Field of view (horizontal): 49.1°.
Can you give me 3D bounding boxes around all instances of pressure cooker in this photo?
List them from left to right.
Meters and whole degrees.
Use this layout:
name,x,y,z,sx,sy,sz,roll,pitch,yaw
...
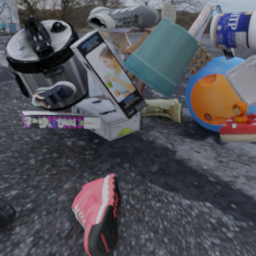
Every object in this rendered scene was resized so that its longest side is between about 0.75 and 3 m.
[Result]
name,x,y,z,sx,sy,sz,roll,pitch,yaw
pressure cooker,-2.767,-2.382,9.812,2.577,2.930,2.617,13,56,20

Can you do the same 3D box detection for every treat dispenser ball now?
name,x,y,z,sx,sy,sz,roll,pitch,yaw
treat dispenser ball,3.804,-1.309,11.160,2.993,2.993,2.993,0,24,0

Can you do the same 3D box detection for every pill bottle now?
name,x,y,z,sx,sy,sz,roll,pitch,yaw
pill bottle,3.017,-2.529,7.266,1.532,0.917,0.917,10,26,34

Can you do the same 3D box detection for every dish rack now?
name,x,y,z,sx,sy,sz,roll,pitch,yaw
dish rack,3.553,-1.279,8.025,1.132,1.319,0.287,-33,10,36

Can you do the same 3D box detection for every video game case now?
name,x,y,z,sx,sy,sz,roll,pitch,yaw
video game case,-2.208,-0.267,8.851,2.128,0.420,2.348,0,5,-23

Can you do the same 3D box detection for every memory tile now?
name,x,y,z,sx,sy,sz,roll,pitch,yaw
memory tile,2.175,-2.247,9.033,0.091,0.832,1.085,-29,-8,-27

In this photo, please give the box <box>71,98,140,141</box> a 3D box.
name,x,y,z,sx,sy,sz,roll,pitch,yaw
box,-1.016,-0.496,11.880,1.634,0.842,2.801,-20,31,-37

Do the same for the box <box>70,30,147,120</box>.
name,x,y,z,sx,sy,sz,roll,pitch,yaw
box,-0.521,-1.366,7.281,0.670,2.228,1.300,-37,23,-4

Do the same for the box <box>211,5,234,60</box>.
name,x,y,z,sx,sy,sz,roll,pitch,yaw
box,3.218,-3.205,9.487,0.289,1.535,1.048,-14,52,29

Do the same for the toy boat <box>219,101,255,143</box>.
name,x,y,z,sx,sy,sz,roll,pitch,yaw
toy boat,2.980,-0.217,7.412,0.985,0.987,1.510,-3,19,35

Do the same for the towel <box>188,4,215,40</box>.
name,x,y,z,sx,sy,sz,roll,pitch,yaw
towel,2.512,-3.297,11.582,0.456,2.703,2.830,31,62,7

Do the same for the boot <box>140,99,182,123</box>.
name,x,y,z,sx,sy,sz,roll,pitch,yaw
boot,1.452,-0.795,12.562,1.811,0.844,2.342,1,19,1

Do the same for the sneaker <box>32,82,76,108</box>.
name,x,y,z,sx,sy,sz,roll,pitch,yaw
sneaker,-2.311,-0.963,8.654,1.539,0.604,0.611,-8,44,30

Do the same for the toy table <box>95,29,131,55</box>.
name,x,y,z,sx,sy,sz,roll,pitch,yaw
toy table,-0.791,-4.582,13.542,2.498,1.592,2.718,22,36,6

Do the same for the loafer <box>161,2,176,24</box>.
name,x,y,z,sx,sy,sz,roll,pitch,yaw
loafer,1.862,-4.831,13.187,0.737,2.051,0.645,-6,-6,-24

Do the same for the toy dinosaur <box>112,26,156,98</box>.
name,x,y,z,sx,sy,sz,roll,pitch,yaw
toy dinosaur,0.577,-2.512,10.271,1.866,2.754,1.182,-10,-7,21

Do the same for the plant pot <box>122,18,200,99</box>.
name,x,y,z,sx,sy,sz,roll,pitch,yaw
plant pot,1.009,-2.002,7.920,1.737,1.701,1.737,34,15,-11

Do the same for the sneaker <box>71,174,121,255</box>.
name,x,y,z,sx,sy,sz,roll,pitch,yaw
sneaker,-0.815,2.028,6.506,1.105,0.939,2.547,-10,18,7

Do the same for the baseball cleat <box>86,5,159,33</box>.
name,x,y,z,sx,sy,sz,roll,pitch,yaw
baseball cleat,-0.212,-3.995,10.597,2.703,0.943,1.439,2,41,12

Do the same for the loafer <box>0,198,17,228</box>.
name,x,y,z,sx,sy,sz,roll,pitch,yaw
loafer,-3.774,1.637,6.936,2.896,0.983,1.017,9,34,28

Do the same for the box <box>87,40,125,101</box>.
name,x,y,z,sx,sy,sz,roll,pitch,yaw
box,-0.707,-1.999,10.117,0.529,2.004,2.570,-5,0,17

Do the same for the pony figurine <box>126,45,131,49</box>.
name,x,y,z,sx,sy,sz,roll,pitch,yaw
pony figurine,0.902,-3.088,12.861,1.731,1.493,1.793,-12,10,-43
